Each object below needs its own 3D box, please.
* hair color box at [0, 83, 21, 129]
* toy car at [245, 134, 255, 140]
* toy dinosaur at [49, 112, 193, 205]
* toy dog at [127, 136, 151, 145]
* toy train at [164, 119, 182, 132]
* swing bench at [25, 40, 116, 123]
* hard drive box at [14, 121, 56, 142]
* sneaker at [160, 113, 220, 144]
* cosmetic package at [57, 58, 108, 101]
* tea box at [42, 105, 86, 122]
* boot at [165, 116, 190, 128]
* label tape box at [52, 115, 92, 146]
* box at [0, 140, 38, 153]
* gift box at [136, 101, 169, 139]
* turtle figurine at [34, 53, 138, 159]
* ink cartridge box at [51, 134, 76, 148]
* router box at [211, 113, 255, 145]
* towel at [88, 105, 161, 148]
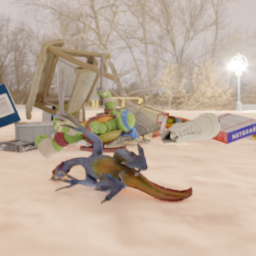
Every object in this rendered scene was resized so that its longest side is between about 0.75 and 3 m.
[{"bbox_3d":[-4.947,-0.788,10.861,0.875,1.445,2.890,-24,12,-22],"label":"hair color box"},{"bbox_3d":[5.476,0.198,12.226,0.718,0.616,0.821,0,6,-3],"label":"toy car"},{"bbox_3d":[-0.555,0.926,5.238,2.507,1.316,2.275,38,-21,-12],"label":"toy dinosaur"},{"bbox_3d":[0.397,0.377,11.015,0.947,0.456,0.625,1,16,23],"label":"toy dog"},{"bbox_3d":[2.028,-0.090,13.967,1.357,0.785,0.574,4,2,-4],"label":"toy train"},{"bbox_3d":[-2.357,-1.682,11.013,2.831,2.816,1.837,11,41,-24],"label":"swing bench"},{"bbox_3d":[-3.492,0.180,11.452,2.093,0.804,1.631,-2,6,-25],"label":"hard drive box"},{"bbox_3d":[2.211,0.151,10.248,1.051,0.974,2.593,-16,-5,-35],"label":"sneaker"},{"bbox_3d":[-2.230,-2.397,13.532,2.310,1.933,1.921,-1,15,-13],"label":"cosmetic package"},{"bbox_3d":[-3.081,-0.469,13.725,1.770,1.202,1.799,1,-14,0],"label":"tea box"},{"bbox_3d":[2.964,-0.106,14.722,1.272,0.890,2.372,-1,14,-36],"label":"boot"},{"bbox_3d":[-1.892,0.111,9.690,1.484,0.470,1.070,14,17,-34],"label":"label tape box"},{"bbox_3d":[-3.789,0.619,9.581,1.073,0.267,0.846,3,6,25],"label":"box"},{"bbox_3d":[1.010,-0.441,13.151,1.391,1.490,1.375,22,12,30],"label":"gift box"},{"bbox_3d":[-1.144,-0.362,6.492,2.359,1.751,2.433,-25,-49,30],"label":"turtle figurine"},{"bbox_3d":[-2.415,0.446,10.475,0.748,0.430,1.031,-6,8,-21],"label":"ink cartridge box"},{"bbox_3d":[4.197,-0.035,11.869,2.059,0.503,1.848,-15,20,-25],"label":"router box"},{"bbox_3d":[-0.254,-0.236,11.223,2.337,0.419,2.427,-18,33,-20],"label":"towel"}]
